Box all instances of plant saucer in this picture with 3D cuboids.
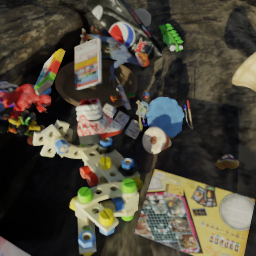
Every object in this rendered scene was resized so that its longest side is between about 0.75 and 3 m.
[{"bbox_3d":[-1.017,-1.414,9.082,2.625,0.387,2.625,4,44,-4],"label":"plant saucer"}]

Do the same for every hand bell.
[{"bbox_3d":[4.038,-0.573,6.776,1.481,1.481,2.844,-22,66,-23],"label":"hand bell"}]

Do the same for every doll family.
[{"bbox_3d":[-2.749,-0.141,6.657,1.746,0.685,1.009,15,21,-14],"label":"doll family"}]

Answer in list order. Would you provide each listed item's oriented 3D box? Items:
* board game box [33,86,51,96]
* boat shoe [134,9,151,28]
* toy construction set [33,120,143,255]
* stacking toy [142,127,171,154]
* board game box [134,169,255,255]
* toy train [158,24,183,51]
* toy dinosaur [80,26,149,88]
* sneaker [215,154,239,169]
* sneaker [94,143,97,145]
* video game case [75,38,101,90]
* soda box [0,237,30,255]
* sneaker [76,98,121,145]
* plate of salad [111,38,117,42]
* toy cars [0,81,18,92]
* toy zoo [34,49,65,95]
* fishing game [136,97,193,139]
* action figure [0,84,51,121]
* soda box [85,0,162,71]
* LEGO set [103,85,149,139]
[{"bbox_3d":[-2.899,-1.153,9.148,0.786,0.153,0.621,6,37,0],"label":"board game box"},{"bbox_3d":[0.232,-4.215,11.912,0.899,0.767,2.690,38,48,-15],"label":"boat shoe"},{"bbox_3d":[-0.801,1.008,5.928,1.852,1.301,2.824,-22,57,-28],"label":"toy construction set"},{"bbox_3d":[0.844,0.338,7.032,0.649,0.649,0.888,39,17,35],"label":"stacking toy"},{"bbox_3d":[1.231,1.687,5.299,1.931,0.334,1.308,15,72,18],"label":"board game box"},{"bbox_3d":[1.796,-3.896,12.038,0.610,0.452,2.164,-14,42,0],"label":"toy train"},{"bbox_3d":[-0.380,-2.683,9.251,2.309,1.336,2.545,11,58,1],"label":"toy dinosaur"},{"bbox_3d":[2.359,0.745,6.533,0.295,0.788,0.355,46,72,-4],"label":"sneaker"},{"bbox_3d":[-0.825,0.137,7.546,0.354,0.492,0.941,-22,72,-3],"label":"sneaker"},{"bbox_3d":[-1.263,-1.965,8.693,1.023,0.125,1.431,-9,77,34],"label":"video game case"},{"bbox_3d":[-1.831,2.509,4.598,2.181,0.691,0.763,20,45,20],"label":"soda box"},{"bbox_3d":[-0.610,-0.232,6.280,0.559,0.898,1.675,-5,8,21],"label":"sneaker"},{"bbox_3d":[-0.847,-3.604,11.841,0.893,0.215,0.893,-2,40,1],"label":"plate of salad"},{"bbox_3d":[-4.250,-1.266,8.669,1.862,0.412,0.835,0,16,22],"label":"toy cars"},{"bbox_3d":[-2.469,-1.808,8.789,1.076,0.168,1.640,-23,46,43],"label":"toy zoo"},{"bbox_3d":[0.987,-0.265,7.444,1.574,0.245,1.127,-7,84,-20],"label":"fishing game"},{"bbox_3d":[-3.462,-0.540,7.706,2.947,1.459,0.962,0,53,6],"label":"action figure"},{"bbox_3d":[-0.058,-3.469,9.666,0.939,2.965,1.049,-33,27,24],"label":"soda box"},{"bbox_3d":[-0.011,-0.549,7.999,1.192,0.392,1.595,30,59,-2],"label":"LEGO set"}]
